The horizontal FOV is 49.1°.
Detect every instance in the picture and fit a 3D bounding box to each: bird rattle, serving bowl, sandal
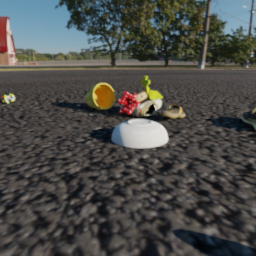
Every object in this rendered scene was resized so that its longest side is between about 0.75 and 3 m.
[{"bbox_3d":[0.386,-1.220,13.356,2.399,1.351,1.956,-42,1,-27],"label":"bird rattle"},{"bbox_3d":[0.390,0.097,9.513,1.917,0.631,1.917,-1,15,0],"label":"serving bowl"},{"bbox_3d":[2.022,-0.760,12.529,0.852,0.573,2.122,10,7,24],"label":"sandal"}]

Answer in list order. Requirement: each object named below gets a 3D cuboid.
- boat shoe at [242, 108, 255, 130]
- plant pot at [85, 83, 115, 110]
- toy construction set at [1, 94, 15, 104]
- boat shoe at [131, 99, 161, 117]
[{"bbox_3d":[5.256,-0.453,11.249,0.874,0.774,2.387,0,15,1],"label":"boat shoe"},{"bbox_3d":[-1.562,-1.562,14.630,1.348,1.348,1.268,-11,3,-35],"label":"plant pot"},{"bbox_3d":[-7.058,-1.749,16.535,0.756,0.531,1.153,-29,15,-12],"label":"toy construction set"},{"bbox_3d":[1.049,-0.910,13.177,0.707,0.773,2.068,17,30,35],"label":"boat shoe"}]
